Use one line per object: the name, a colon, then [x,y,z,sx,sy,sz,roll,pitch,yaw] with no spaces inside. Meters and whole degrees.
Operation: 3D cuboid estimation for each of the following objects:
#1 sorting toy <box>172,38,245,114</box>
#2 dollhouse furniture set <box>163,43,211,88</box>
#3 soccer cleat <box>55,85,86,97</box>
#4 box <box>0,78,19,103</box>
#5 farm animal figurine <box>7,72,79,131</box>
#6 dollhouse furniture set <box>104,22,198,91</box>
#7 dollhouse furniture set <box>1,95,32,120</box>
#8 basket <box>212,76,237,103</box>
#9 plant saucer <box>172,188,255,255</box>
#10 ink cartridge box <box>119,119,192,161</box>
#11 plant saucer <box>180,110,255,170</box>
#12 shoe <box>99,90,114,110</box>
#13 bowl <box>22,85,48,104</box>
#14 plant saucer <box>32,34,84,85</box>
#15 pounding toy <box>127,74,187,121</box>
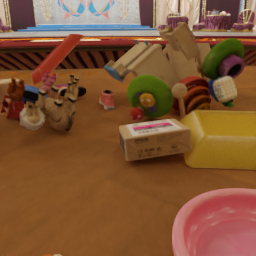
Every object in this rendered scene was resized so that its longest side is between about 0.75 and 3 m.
sorting toy: [2.625,-1.244,8.465,1.656,2.757,1.132,26,27,-49]
dollhouse furniture set: [2.496,-1.934,12.076,2.620,2.244,2.755,-8,-12,-20]
soccer cleat: [-2.082,-1.411,10.269,1.265,0.432,0.463,-9,45,-48]
box: [-4.698,-1.338,10.260,0.590,0.721,1.518,20,30,39]
farm animal figurine: [-2.112,-0.616,7.754,2.179,1.136,2.155,-11,39,-35]
dollhouse furniture set: [0.855,-2.178,9.906,2.516,1.739,2.665,-42,27,-5]
dollhouse furniture set: [-3.134,-0.589,8.773,1.396,0.568,0.751,5,14,-37]
basket: [2.777,-1.123,8.088,0.611,0.775,0.878,-20,-1,13]
plant saucer: [1.597,1.511,3.213,2.185,0.554,2.185,0,21,0]
ink cartridge box: [0.547,0.224,6.201,1.403,0.527,1.156,-9,15,-7]
plant saucer: [2.523,0.131,6.662,2.470,0.598,2.470,2,22,4]
shoe: [-0.735,-1.071,9.761,0.445,0.566,1.245,-5,22,-13]
bowl: [-2.939,-0.965,8.525,1.063,0.209,1.063,8,-22,3]
plant saucer: [-2.764,-2.602,10.447,2.187,0.402,2.191,-53,24,-14]
pounding toy: [0.671,-0.656,7.810,1.804,1.393,0.837,13,43,23]
